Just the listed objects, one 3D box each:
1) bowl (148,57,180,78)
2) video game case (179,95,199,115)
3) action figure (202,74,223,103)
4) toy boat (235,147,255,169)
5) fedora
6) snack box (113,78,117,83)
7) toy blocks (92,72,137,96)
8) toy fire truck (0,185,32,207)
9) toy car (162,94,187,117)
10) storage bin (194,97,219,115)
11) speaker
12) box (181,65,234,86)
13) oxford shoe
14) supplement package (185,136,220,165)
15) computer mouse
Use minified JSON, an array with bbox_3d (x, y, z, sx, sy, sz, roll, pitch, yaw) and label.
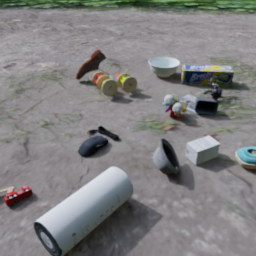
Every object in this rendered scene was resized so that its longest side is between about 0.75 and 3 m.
[{"bbox_3d":[1.978,-3.321,15.646,1.738,0.781,1.738,1,33,0],"label":"bowl"},{"bbox_3d":[2.910,-1.076,12.715,1.276,0.147,1.163,29,43,36],"label":"video game case"},{"bbox_3d":[4.039,-1.790,13.273,0.854,0.733,1.437,9,69,-20],"label":"action figure"},{"bbox_3d":[4.220,1.054,8.839,1.280,0.708,1.523,-3,32,-6],"label":"toy boat"},{"bbox_3d":[1.147,0.989,8.845,0.549,1.076,1.217,-33,52,22],"label":"fedora"},{"bbox_3d":[-0.723,-2.453,14.891,0.370,0.125,1.030,27,42,36],"label":"snack box"},{"bbox_3d":[-0.815,-2.419,14.203,1.862,0.811,2.234,-11,28,-22],"label":"toy blocks"},{"bbox_3d":[-3.347,1.877,7.973,1.019,0.248,0.719,-23,35,-35],"label":"toy fire truck"},{"bbox_3d":[1.889,-0.888,11.749,1.067,0.800,0.934,45,29,13],"label":"toy car"},{"bbox_3d":[3.310,-1.049,12.045,0.961,0.699,0.645,5,30,-3],"label":"storage bin"},{"bbox_3d":[-1.001,2.012,7.048,1.021,1.021,2.514,25,40,33],"label":"speaker"},{"bbox_3d":[4.120,-2.767,14.741,2.559,0.823,0.897,2,32,5],"label":"box"},{"bbox_3d":[-1.988,-3.218,14.847,0.720,1.986,0.707,42,5,-4],"label":"oxford shoe"},{"bbox_3d":[2.500,0.747,9.436,0.960,0.582,0.575,-16,36,-23],"label":"supplement package"},{"bbox_3d":[-1.269,0.366,10.219,1.195,0.392,1.702,29,42,36],"label":"computer mouse"}]
